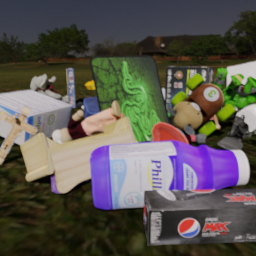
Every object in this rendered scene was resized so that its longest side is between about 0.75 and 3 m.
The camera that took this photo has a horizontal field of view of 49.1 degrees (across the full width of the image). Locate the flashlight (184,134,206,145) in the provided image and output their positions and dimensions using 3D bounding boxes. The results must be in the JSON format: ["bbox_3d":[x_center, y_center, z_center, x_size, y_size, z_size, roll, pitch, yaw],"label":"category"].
[{"bbox_3d":[1.575,0.266,7.718,1.090,0.370,0.369,4,31,13],"label":"flashlight"}]

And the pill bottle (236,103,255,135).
[{"bbox_3d":[4.072,-0.307,8.735,1.717,0.951,0.951,-11,18,-40],"label":"pill bottle"}]

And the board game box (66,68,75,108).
[{"bbox_3d":[-2.764,-1.928,13.462,0.309,1.788,1.211,-3,15,-13],"label":"board game box"}]

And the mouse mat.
[{"bbox_3d":[0.120,-0.828,7.878,2.102,2.612,0.098,-8,-8,-26],"label":"mouse mat"}]

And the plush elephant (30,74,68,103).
[{"bbox_3d":[-4.183,-2.010,14.334,1.605,1.508,1.948,13,20,43],"label":"plush elephant"}]

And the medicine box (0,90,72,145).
[{"bbox_3d":[-2.926,-0.358,8.241,1.688,0.954,1.853,21,22,21],"label":"medicine box"}]

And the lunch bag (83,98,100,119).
[{"bbox_3d":[-0.915,-0.360,8.913,0.936,0.911,1.378,-5,30,-15],"label":"lunch bag"}]

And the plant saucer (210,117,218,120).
[{"bbox_3d":[2.572,-0.897,11.288,1.855,0.341,1.859,5,26,6],"label":"plant saucer"}]

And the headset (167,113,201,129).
[{"bbox_3d":[1.647,-0.349,9.240,1.630,0.766,1.007,12,21,28],"label":"headset"}]

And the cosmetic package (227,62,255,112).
[{"bbox_3d":[4.398,-1.381,9.495,1.661,1.021,1.656,-7,-28,35],"label":"cosmetic package"}]

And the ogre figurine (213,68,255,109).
[{"bbox_3d":[3.164,-1.064,8.207,1.742,1.044,0.854,0,56,-25],"label":"ogre figurine"}]

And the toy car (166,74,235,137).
[{"bbox_3d":[1.739,-0.448,7.602,1.506,1.446,1.833,49,37,13],"label":"toy car"}]

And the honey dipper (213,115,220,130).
[{"bbox_3d":[2.725,-0.662,9.110,0.292,1.538,0.292,-17,12,4],"label":"honey dipper"}]

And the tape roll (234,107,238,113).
[{"bbox_3d":[5.941,-1.045,12.486,3.008,0.550,3.008,0,15,0],"label":"tape roll"}]

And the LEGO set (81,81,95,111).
[{"bbox_3d":[-0.783,-1.744,11.546,2.969,1.132,1.218,-36,29,-3],"label":"LEGO set"}]

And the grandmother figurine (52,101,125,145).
[{"bbox_3d":[-1.046,0.033,7.187,2.004,1.215,0.607,-19,27,16],"label":"grandmother figurine"}]

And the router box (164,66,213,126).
[{"bbox_3d":[2.091,-1.132,9.855,1.515,2.021,0.628,6,13,27],"label":"router box"}]

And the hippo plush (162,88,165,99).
[{"bbox_3d":[1.038,-1.521,12.523,1.482,1.468,1.843,-13,19,-40],"label":"hippo plush"}]

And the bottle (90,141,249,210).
[{"bbox_3d":[0.630,0.715,4.438,2.404,1.004,0.785,-3,17,-3],"label":"bottle"}]

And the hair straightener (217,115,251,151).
[{"bbox_3d":[2.643,0.217,6.636,0.545,1.025,2.663,27,23,28],"label":"hair straightener"}]

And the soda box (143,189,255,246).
[{"bbox_3d":[1.036,1.180,3.793,1.630,0.516,0.577,0,14,-3],"label":"soda box"}]

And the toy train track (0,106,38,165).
[{"bbox_3d":[-2.523,0.195,6.064,0.830,1.447,0.235,29,11,-18],"label":"toy train track"}]

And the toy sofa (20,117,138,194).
[{"bbox_3d":[-0.894,0.555,5.817,2.310,1.127,0.957,-14,-5,-43],"label":"toy sofa"}]

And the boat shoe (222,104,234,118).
[{"bbox_3d":[4.050,-0.938,11.840,0.698,0.659,1.945,2,15,9],"label":"boat shoe"}]

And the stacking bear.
[{"bbox_3d":[0.893,0.351,6.495,0.893,0.953,1.570,19,7,3],"label":"stacking bear"}]

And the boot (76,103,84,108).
[{"bbox_3d":[-1.987,-0.961,12.850,0.645,0.257,0.782,-7,20,-21],"label":"boot"}]
